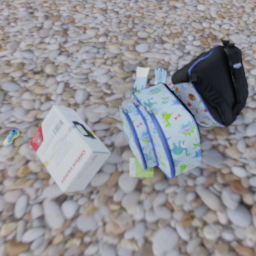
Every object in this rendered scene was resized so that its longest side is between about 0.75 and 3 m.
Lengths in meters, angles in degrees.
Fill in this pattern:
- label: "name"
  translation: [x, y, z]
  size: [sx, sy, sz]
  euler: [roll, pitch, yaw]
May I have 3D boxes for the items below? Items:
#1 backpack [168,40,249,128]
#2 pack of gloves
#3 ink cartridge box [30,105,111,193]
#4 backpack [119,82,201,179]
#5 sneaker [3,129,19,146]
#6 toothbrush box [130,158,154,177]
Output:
- label: "backpack"
  translation: [3.162, -1.407, 10.980]
  size: [2.961, 2.281, 2.820]
  euler: [-38, 100, -23]
- label: "pack of gloves"
  translation: [1.048, -2.336, 13.113]
  size: [1.464, 0.344, 1.743]
  euler: [6, 52, 5]
- label: "ink cartridge box"
  translation: [-2.063, 0.718, 9.700]
  size: [2.501, 1.036, 1.823]
  euler: [46, 108, 29]
- label: "backpack"
  translation: [1.048, 0.235, 9.335]
  size: [2.101, 2.617, 2.859]
  euler: [-24, 37, -7]
- label: "sneaker"
  translation: [-4.627, 0.334, 10.963]
  size: [0.289, 0.401, 0.763]
  euler: [22, 54, 18]
- label: "toothbrush box"
  translation: [0.477, 1.431, 10.106]
  size: [0.849, 0.365, 0.618]
  euler: [0, 48, -1]
